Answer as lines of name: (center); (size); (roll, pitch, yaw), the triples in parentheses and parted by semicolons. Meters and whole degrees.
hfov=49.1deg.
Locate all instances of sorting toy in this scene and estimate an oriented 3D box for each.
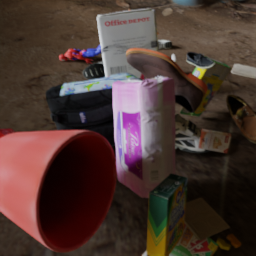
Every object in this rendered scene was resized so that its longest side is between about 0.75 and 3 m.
sorting toy: (1.808, 2.259, 6.467); (1.071, 0.192, 1.437); (-5, 34, -32)

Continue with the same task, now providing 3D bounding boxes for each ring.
ring: (0.623, -4.320, 11.577); (1.588, 0.152, 1.588); (35, 16, -11)

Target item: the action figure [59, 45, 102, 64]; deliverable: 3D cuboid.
action figure: (-1.851, -3.357, 12.760); (2.600, 0.672, 0.850); (-6, 36, 1)

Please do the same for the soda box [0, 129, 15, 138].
soda box: (-2.994, 0.455, 6.884); (0.621, 0.685, 1.957); (-46, 12, -10)

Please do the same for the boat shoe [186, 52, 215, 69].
boat shoe: (2.011, -1.914, 7.891); (0.352, 0.293, 0.943); (-43, 47, -13)

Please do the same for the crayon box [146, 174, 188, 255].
crayon box: (0.768, 1.824, 5.486); (0.406, 1.575, 0.990); (11, 19, 30)

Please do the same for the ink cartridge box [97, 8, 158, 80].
ink cartridge box: (0.029, -2.748, 10.014); (1.942, 2.674, 1.115); (-9, 24, -3)

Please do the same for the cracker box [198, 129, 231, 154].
cracker box: (2.319, 0.355, 7.526); (0.761, 0.510, 0.219); (9, 25, 13)

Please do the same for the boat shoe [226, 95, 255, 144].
boat shoe: (3.704, -0.313, 8.975); (0.731, 0.773, 2.150); (33, 23, -27)

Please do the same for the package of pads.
package of pads: (0.349, 0.142, 6.432); (0.974, 2.575, 1.551); (-6, 10, -25)

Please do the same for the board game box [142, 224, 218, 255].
board game box: (0.826, 2.916, 5.860); (1.059, 0.332, 2.217); (33, 54, 32)

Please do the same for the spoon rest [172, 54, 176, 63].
spoon rest: (0.859, -2.478, 11.847); (2.357, 0.714, 1.171); (-10, 39, 9)

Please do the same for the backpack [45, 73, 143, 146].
backpack: (-0.560, -0.522, 7.990); (2.710, 2.211, 2.084); (-10, 26, 15)

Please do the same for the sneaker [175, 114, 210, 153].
sneaker: (1.693, 0.118, 8.384); (2.316, 1.025, 0.858); (5, 22, 0)

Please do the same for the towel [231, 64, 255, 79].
towel: (5.027, -2.429, 12.032); (1.077, 0.186, 0.713); (19, 46, 20)

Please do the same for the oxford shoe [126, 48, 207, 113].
oxford shoe: (1.007, -1.332, 7.863); (2.580, 0.918, 0.936); (28, 73, -6)

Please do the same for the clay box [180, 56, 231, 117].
clay box: (2.393, -1.289, 9.150); (1.109, 1.931, 0.459); (6, 34, -38)

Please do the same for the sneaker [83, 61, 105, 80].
sneaker: (-1.007, -2.498, 11.847); (1.907, 0.705, 0.756); (-23, 14, -15)

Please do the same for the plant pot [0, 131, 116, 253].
plant pot: (-1.606, 0.984, 5.456); (1.959, 2.214, 2.214); (9, 40, 30)

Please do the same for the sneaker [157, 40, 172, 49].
sneaker: (1.529, -4.137, 13.840); (1.216, 0.457, 0.493); (0, 30, -6)
